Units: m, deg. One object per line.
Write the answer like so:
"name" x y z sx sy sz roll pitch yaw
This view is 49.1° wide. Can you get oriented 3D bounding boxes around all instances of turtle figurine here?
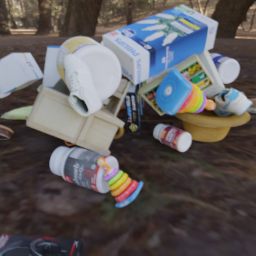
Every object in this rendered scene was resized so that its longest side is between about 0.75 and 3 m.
"turtle figurine" -1.539 -0.405 9.744 2.141 0.855 2.655 36 54 25

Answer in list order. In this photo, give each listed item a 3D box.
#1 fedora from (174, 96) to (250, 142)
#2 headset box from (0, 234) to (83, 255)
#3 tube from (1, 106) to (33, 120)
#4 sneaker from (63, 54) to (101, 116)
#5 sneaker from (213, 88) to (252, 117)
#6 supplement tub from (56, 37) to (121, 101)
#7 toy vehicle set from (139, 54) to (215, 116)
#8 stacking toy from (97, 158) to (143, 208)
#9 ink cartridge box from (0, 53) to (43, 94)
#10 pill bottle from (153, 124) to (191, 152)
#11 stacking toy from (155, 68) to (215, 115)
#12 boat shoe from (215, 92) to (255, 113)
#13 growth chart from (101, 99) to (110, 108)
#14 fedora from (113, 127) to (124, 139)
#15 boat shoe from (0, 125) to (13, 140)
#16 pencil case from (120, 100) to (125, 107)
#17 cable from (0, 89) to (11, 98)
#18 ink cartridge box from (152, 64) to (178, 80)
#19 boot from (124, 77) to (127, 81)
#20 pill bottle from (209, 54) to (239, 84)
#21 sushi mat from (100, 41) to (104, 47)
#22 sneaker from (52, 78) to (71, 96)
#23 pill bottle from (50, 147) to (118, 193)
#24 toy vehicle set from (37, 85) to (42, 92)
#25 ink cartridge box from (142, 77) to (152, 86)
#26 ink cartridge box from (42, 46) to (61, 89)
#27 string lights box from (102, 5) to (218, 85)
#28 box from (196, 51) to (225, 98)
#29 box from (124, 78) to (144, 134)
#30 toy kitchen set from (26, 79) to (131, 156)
"fedora" 2.565 -0.248 9.156 2.628 1.072 2.628 4 26 -2
"headset box" -1.496 2.184 4.100 1.475 0.570 1.098 3 23 4
"tube" -3.243 -0.567 10.276 2.562 0.743 0.665 -8 46 -36
"sneaker" -1.044 -0.911 5.935 0.508 1.379 0.797 -24 10 17
"sneaker" 3.033 -0.809 8.591 0.762 0.722 1.886 42 -3 -2
"supplement tub" -1.122 -1.609 7.373 1.402 1.402 1.928 -9 28 -20
"toy vehicle set" 1.416 -1.197 8.193 1.904 1.183 0.252 -30 43 24
"stacking toy" -0.274 1.070 5.930 0.637 1.097 0.602 -37 4 32
"ink cartridge box" -3.718 -1.865 9.426 0.997 0.980 1.354 -25 12 10
"pill bottle" 1.335 0.276 8.611 0.606 0.606 1.107 -18 29 -37
"stacking toy" 1.777 -0.797 7.824 1.879 1.031 1.091 12 33 -35
"boat shoe" 4.720 -1.200 11.948 2.084 0.748 0.789 13 26 29
"growth chart" -1.319 -0.857 11.832 1.761 0.216 2.433 -2 23 -5
"fedora" -0.527 -0.069 9.011 0.932 0.932 0.380 8 42 19
"boat shoe" -4.559 0.208 8.846 1.965 0.692 0.691 6 61 20
"pencil case" 0.008 -1.014 11.896 0.977 0.452 0.416 1 47 6
"cable" -6.939 -1.932 13.668 2.295 0.794 2.295 -8 25 -22
"ink cartridge box" 1.603 -2.607 12.739 1.997 2.457 0.701 2 16 24
"boot" 0.475 -3.669 16.310 1.087 1.941 2.807 4 22 8
"pill bottle" 3.485 -2.387 10.981 0.929 0.929 1.606 -7 27 -17
"sushi mat" -0.813 -2.946 10.443 0.570 0.072 1.191 24 33 -8
"sneaker" -1.954 -0.820 8.995 2.265 1.203 0.847 -45 70 -6
"pill bottle" -1.061 0.948 6.679 1.485 0.860 0.860 11 25 25
"toy vehicle set" -4.456 -2.135 14.999 0.588 0.125 0.946 -2 23 -4
"ink cartridge box" 0.596 -1.697 10.649 0.328 0.574 1.105 9 37 22
"ink cartridge box" -1.836 -2.057 10.468 1.514 1.488 2.057 10 5 27
"string lights box" 0.936 -2.488 8.132 2.978 0.878 1.530 -29 53 -22
"box" 2.467 -1.949 9.173 0.615 1.798 0.739 -28 -23 30
"box" 0.222 -0.893 9.314 0.404 1.758 1.397 3 45 10
"toy kitchen set" -1.303 -0.805 7.543 2.161 1.954 2.395 24 5 -24
